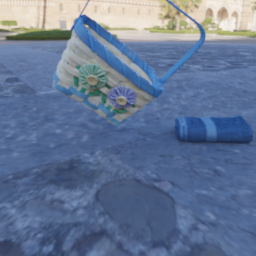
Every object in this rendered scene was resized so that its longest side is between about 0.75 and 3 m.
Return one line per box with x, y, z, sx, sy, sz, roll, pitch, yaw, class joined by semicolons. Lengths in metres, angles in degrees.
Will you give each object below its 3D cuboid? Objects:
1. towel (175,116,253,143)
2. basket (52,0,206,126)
2.719;0.022;9.101;2.341;0.568;1.307;2;22;4;towel
-0.065;-1.596;5.972;2.491;2.825;1.965;31;19;-22;basket
